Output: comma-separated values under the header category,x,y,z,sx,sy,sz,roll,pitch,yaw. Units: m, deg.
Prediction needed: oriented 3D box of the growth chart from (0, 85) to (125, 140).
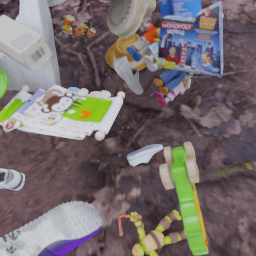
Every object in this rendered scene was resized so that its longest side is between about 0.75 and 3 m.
category,x,y,z,sx,sy,sz,roll,pitch,yaw
growth chart,-1.326,-0.377,5.617,2.378,0.211,1.721,5,41,5

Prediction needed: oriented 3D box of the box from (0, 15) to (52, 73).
category,x,y,z,sx,sy,sz,roll,pitch,yaw
box,-2.099,-1.614,5.290,1.386,0.474,0.570,35,71,32

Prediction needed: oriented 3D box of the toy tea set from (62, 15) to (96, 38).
category,x,y,z,sx,sy,sz,roll,pitch,yaw
toy tea set,-1.309,-2.741,7.515,0.920,0.341,0.547,3,52,-28

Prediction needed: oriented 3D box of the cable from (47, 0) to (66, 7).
category,x,y,z,sx,sy,sz,roll,pitch,yaw
cable,-2.135,-3.860,7.142,1.661,0.575,1.661,-5,73,3

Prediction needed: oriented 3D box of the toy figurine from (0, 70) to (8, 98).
category,x,y,z,sx,sy,sz,roll,pitch,yaw
toy figurine,-3.446,-1.240,5.118,1.870,1.721,1.404,22,80,30

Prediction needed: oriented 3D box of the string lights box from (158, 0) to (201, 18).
category,x,y,z,sx,sy,sz,roll,pitch,yaw
string lights box,1.279,-2.967,6.838,0.897,1.746,0.515,-18,13,-23

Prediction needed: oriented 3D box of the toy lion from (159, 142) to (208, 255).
category,x,y,z,sx,sy,sz,roll,pitch,yaw
toy lion,0.720,0.829,3.317,0.397,1.158,1.110,-15,99,13

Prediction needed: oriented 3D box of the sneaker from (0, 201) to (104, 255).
category,x,y,z,sx,sy,sz,roll,pitch,yaw
sneaker,-1.010,1.461,3.534,1.463,0.728,0.509,-16,50,-35

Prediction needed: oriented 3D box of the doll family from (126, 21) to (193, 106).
category,x,y,z,sx,sy,sz,roll,pitch,yaw
doll family,1.076,-1.545,6.505,1.334,2.149,0.969,-46,32,-17

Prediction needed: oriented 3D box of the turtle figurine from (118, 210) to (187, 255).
category,x,y,z,sx,sy,sz,roll,pitch,yaw
turtle figurine,0.679,2.591,6.304,1.455,0.581,1.804,-22,57,-22

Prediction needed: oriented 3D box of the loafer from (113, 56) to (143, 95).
category,x,y,z,sx,sy,sz,roll,pitch,yaw
loafer,0.088,-1.156,6.296,0.381,1.091,0.381,-31,48,14

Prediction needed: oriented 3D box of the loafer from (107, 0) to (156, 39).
category,x,y,z,sx,sy,sz,roll,pitch,yaw
loafer,0.175,-2.665,6.052,0.886,0.800,2.343,-26,40,37

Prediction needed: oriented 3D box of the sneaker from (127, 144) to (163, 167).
category,x,y,z,sx,sy,sz,roll,pitch,yaw
sneaker,0.386,0.601,6.166,0.834,0.295,0.305,-20,16,-9

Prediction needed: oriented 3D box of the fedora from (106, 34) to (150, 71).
category,x,y,z,sx,sy,sz,roll,pitch,yaw
fedora,0.037,-2.732,9.764,1.765,0.720,1.765,0,56,0

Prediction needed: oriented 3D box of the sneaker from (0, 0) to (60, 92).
category,x,y,z,sx,sy,sz,roll,pitch,yaw
sneaker,-2.433,-1.891,6.184,1.504,2.603,0.959,1,38,-2

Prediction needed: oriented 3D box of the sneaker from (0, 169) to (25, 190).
category,x,y,z,sx,sy,sz,roll,pitch,yaw
sneaker,-2.027,0.753,4.214,0.932,0.375,0.356,-8,67,20

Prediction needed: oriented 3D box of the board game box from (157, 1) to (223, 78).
category,x,y,z,sx,sy,sz,roll,pitch,yaw
board game box,1.125,-1.530,4.722,1.163,1.163,0.359,14,40,15
